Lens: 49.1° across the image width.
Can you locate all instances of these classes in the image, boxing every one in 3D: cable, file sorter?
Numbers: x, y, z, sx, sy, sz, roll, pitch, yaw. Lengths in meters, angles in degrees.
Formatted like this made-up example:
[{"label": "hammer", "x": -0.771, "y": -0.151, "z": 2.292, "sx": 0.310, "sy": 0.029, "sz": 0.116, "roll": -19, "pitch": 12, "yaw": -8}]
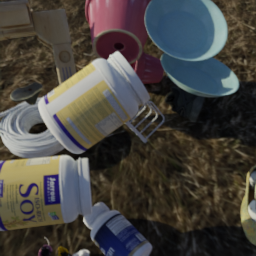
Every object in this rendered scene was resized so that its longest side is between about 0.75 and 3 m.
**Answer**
[{"label": "cable", "x": -3.390, "y": -0.014, "z": 10.668, "sx": 2.734, "sy": 0.946, "sz": 2.733, "roll": 34, "pitch": 54, "yaw": 26}, {"label": "file sorter", "x": 0.191, "y": -0.487, "z": 8.307, "sx": 0.933, "sy": 1.040, "sz": 1.499, "roll": -45, "pitch": 40, "yaw": -1}]

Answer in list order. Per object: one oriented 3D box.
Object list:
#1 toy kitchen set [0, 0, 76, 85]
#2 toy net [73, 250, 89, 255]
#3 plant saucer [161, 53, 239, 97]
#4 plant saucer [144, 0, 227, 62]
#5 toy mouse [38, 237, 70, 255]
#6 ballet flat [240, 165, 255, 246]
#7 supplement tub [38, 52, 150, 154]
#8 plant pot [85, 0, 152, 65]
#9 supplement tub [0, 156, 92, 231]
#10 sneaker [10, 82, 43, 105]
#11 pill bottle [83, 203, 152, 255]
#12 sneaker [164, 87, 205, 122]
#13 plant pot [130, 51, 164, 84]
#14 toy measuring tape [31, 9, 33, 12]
[{"label": "toy kitchen set", "x": -3.406, "y": -2.611, "z": 9.542, "sx": 2.988, "sy": 2.696, "sz": 2.438, "roll": -12, "pitch": 11, "yaw": -13}, {"label": "toy net", "x": -1.488, "y": 3.936, "z": 7.417, "sx": 0.792, "sy": 0.292, "sz": 1.511, "roll": 27, "pitch": 57, "yaw": 24}, {"label": "plant saucer", "x": 2.374, "y": -1.775, "z": 9.624, "sx": 2.771, "sy": 0.533, "sz": 2.771, "roll": 9, "pitch": 42, "yaw": -8}, {"label": "plant saucer", "x": 1.828, "y": -3.226, "z": 9.087, "sx": 2.731, "sy": 0.526, "sz": 2.731, "roll": 2, "pitch": 72, "yaw": -7}, {"label": "toy mouse", "x": -2.105, "y": 3.620, "z": 7.490, "sx": 1.282, "sy": 0.248, "sz": 1.139, "roll": 49, "pitch": 36, "yaw": 14}, {"label": "ballet flat", "x": 4.040, "y": 2.227, "z": 8.653, "sx": 0.942, "sy": 0.942, "sz": 2.664, "roll": 14, "pitch": 49, "yaw": 12}, {"label": "supplement tub", "x": -0.815, "y": -0.635, "z": 7.025, "sx": 2.344, "sy": 1.704, "sz": 1.704, "roll": -35, "pitch": 53, "yaw": 2}, {"label": "plant pot", "x": -0.320, "y": -3.918, "z": 10.671, "sx": 2.847, "sy": 2.847, "sz": 2.548, "roll": 3, "pitch": 61, "yaw": 3}, {"label": "supplement tub", "x": -2.111, "y": 1.570, "z": 6.977, "sx": 2.314, "sy": 1.682, "sz": 1.682, "roll": -5, "pitch": 48, "yaw": -7}, {"label": "sneaker", "x": -2.640, "y": -0.759, "z": 7.283, "sx": 0.396, "sy": 0.562, "sz": 1.059, "roll": 32, "pitch": 33, "yaw": 8}, {"label": "pill bottle", "x": -0.363, "y": 3.011, "z": 7.799, "sx": 1.064, "sy": 1.064, "sz": 1.916, "roll": -35, "pitch": 56, "yaw": -28}, {"label": "sneaker", "x": 2.565, "y": -1.588, "z": 12.011, "sx": 1.592, "sy": 1.062, "sz": 2.779, "roll": 22, "pitch": 56, "yaw": 11}, {"label": "plant pot", "x": 0.781, "y": -2.673, "z": 12.794, "sx": 1.454, "sy": 1.625, "sz": 1.625, "roll": 5, "pitch": 46, "yaw": -18}, {"label": "toy measuring tape", "x": -3.901, "y": -4.375, "z": 10.187, "sx": 0.383, "sy": 0.383, "sz": 1.040, "roll": 17, "pitch": 29, "yaw": 15}]
